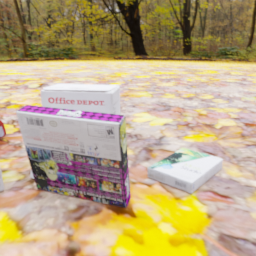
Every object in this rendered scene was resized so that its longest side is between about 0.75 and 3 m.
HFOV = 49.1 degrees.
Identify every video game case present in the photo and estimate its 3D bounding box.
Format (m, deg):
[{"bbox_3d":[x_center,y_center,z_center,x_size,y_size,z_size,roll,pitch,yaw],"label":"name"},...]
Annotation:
[{"bbox_3d":[-1.340,0.735,7.179,2.773,2.513,0.497,6,30,19],"label":"video game case"}]

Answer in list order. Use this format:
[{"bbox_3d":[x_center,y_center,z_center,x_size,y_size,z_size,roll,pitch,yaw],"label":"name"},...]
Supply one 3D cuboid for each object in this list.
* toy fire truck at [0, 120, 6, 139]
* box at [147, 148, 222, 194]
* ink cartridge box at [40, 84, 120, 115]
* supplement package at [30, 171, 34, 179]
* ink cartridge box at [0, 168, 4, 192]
[{"bbox_3d":[-5.734,-0.008,10.781,1.760,1.478,0.987,-12,15,-6],"label":"toy fire truck"},{"bbox_3d":[1.858,1.276,8.950,1.549,0.390,2.146,15,22,38],"label":"box"},{"bbox_3d":[-1.297,0.157,8.376,2.058,2.842,1.193,3,19,10],"label":"ink cartridge box"},{"bbox_3d":[-2.670,1.279,8.794,0.413,0.429,0.754,17,23,10],"label":"supplement package"},{"bbox_3d":[-4.948,1.525,7.368,1.546,0.904,2.666,16,24,40],"label":"ink cartridge box"}]
